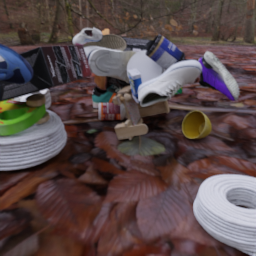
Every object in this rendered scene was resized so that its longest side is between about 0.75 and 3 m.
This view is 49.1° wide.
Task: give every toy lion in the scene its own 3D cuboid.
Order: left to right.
[{"bbox_3d":[-3.571,-0.245,7.327,2.269,0.779,2.175,8,32,18],"label":"toy lion"}]

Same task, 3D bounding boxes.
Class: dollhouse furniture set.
[{"bbox_3d":[0.464,-0.754,9.754,1.222,1.431,2.760,-10,17,22],"label":"dollhouse furniture set"}]

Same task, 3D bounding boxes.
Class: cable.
[{"bbox_3d":[-3.165,0.232,8.073,2.747,0.951,2.746,16,26,36],"label":"cable"},{"bbox_3d":[2.126,1.498,5.191,1.788,0.619,1.787,12,24,29],"label":"cable"}]

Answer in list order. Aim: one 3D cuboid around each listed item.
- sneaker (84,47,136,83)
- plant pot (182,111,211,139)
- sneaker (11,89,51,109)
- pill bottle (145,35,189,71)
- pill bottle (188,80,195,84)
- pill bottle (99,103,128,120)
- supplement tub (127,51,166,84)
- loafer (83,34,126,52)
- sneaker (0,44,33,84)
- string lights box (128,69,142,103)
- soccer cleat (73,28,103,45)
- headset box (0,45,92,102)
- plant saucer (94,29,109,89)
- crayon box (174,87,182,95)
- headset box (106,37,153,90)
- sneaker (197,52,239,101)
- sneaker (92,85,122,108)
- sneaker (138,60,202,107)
[{"bbox_3d":[-0.572,-2.304,9.915,1.196,1.135,2.971,21,11,37],"label":"sneaker"},{"bbox_3d":[2.319,-0.028,9.097,0.656,0.924,0.924,18,6,-38],"label":"plant pot"},{"bbox_3d":[-4.295,-0.996,11.374,1.716,1.094,2.969,-3,11,-3],"label":"sneaker"},{"bbox_3d":[1.172,-2.024,8.025,1.253,0.701,0.701,33,16,-13],"label":"pill bottle"},{"bbox_3d":[1.889,-2.116,11.339,1.599,0.888,0.888,-2,20,-21],"label":"pill bottle"},{"bbox_3d":[-0.509,-0.632,10.786,1.225,0.671,0.671,-1,21,-3],"label":"pill bottle"},{"bbox_3d":[0.801,-1.841,9.419,1.352,1.352,1.859,8,5,19],"label":"supplement tub"},{"bbox_3d":[-1.136,-2.915,10.557,2.151,0.814,0.734,-12,-19,-7],"label":"loafer"},{"bbox_3d":[-2.495,-1.013,4.578,0.786,0.874,2.126,-8,-13,28],"label":"sneaker"},{"bbox_3d":[0.246,-1.228,8.213,0.264,0.895,0.460,-17,34,-8],"label":"string lights box"},{"bbox_3d":[-1.366,-2.903,8.787,1.225,0.428,0.529,0,-15,34],"label":"soccer cleat"},{"bbox_3d":[-2.355,-1.558,7.757,1.934,1.003,2.598,-12,12,18],"label":"headset box"},{"bbox_3d":[-1.162,-2.959,12.114,0.473,2.529,2.529,5,20,-8],"label":"plant saucer"},{"bbox_3d":[1.969,-2.300,15.343,1.156,0.567,1.946,-8,22,-21],"label":"crayon box"},{"bbox_3d":[0.122,-2.564,12.238,2.032,2.731,1.055,4,63,-8],"label":"headset box"},{"bbox_3d":[2.644,-1.432,8.546,0.581,1.671,0.831,-32,-4,-46],"label":"sneaker"},{"bbox_3d":[-0.414,-1.384,12.114,2.449,0.978,0.874,-1,18,12],"label":"sneaker"},{"bbox_3d":[1.021,-1.013,6.994,1.829,0.668,0.648,-26,47,36],"label":"sneaker"}]
